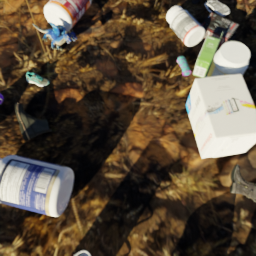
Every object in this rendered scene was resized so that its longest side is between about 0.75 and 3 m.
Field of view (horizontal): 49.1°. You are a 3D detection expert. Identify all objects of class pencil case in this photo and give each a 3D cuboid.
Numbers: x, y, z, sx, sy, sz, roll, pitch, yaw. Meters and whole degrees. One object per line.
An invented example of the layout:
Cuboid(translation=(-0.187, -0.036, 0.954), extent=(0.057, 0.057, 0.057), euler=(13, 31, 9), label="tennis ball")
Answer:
Cuboid(translation=(2.472, -2.744, 12.479), extent=(0.403, 0.371, 0.873), euler=(-19, 64, 4), label="pencil case")

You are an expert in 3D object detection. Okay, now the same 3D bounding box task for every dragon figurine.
Cuboid(translation=(-3.306, -4.378, 12.800), extent=(2.375, 1.181, 0.699), euler=(46, 28, 20), label="dragon figurine")

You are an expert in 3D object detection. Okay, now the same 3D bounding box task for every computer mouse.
Cuboid(translation=(4.276, -6.167, 14.274), extent=(1.123, 0.449, 2.047), euler=(-27, 61, -15), label="computer mouse")

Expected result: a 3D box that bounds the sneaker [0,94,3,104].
Cuboid(translation=(-5.708, -0.375, 11.059), extent=(1.123, 0.785, 2.258), euler=(42, 75, 15), label="sneaker")

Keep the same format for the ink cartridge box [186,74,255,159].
Cuboid(translation=(3.453, -0.392, 10.389), extent=(1.807, 1.839, 2.499), euler=(-7, 63, -6), label="ink cartridge box")

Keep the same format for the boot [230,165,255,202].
Cuboid(translation=(4.215, 1.973, 10.013), extent=(1.024, 0.407, 1.177), euler=(14, 71, 4), label="boot")

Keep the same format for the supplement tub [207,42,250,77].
Cuboid(translation=(4.074, -2.449, 11.480), extent=(1.347, 1.853, 1.347), euler=(0, 62, 0), label="supplement tub")

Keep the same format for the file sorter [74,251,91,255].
Cuboid(translation=(-1.349, 4.377, 7.892), extent=(1.180, 1.896, 1.315), euler=(-27, 65, -18), label="file sorter")

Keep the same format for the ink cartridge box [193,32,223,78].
Cuboid(translation=(3.518, -3.301, 12.384), extent=(0.599, 1.049, 2.021), euler=(21, 65, 11), label="ink cartridge box")

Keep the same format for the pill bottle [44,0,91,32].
Cuboid(translation=(-2.733, -6.111, 13.618), extent=(1.497, 1.497, 2.733), euler=(24, 65, 12), label="pill bottle")

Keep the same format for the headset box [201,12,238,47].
Cuboid(translation=(4.321, -4.627, 13.332), extent=(1.626, 0.628, 1.210), euler=(34, 67, 18), label="headset box")

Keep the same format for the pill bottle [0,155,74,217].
Cuboid(translation=(-3.468, 1.826, 9.349), extent=(2.941, 1.633, 1.633), euler=(12, 63, 7), label="pill bottle")

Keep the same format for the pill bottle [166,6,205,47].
Cuboid(translation=(2.657, -4.817, 13.180), extent=(1.079, 1.079, 1.862), euler=(-25, 64, -13), label="pill bottle")

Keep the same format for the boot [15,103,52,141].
Cuboid(translation=(-3.786, -0.356, 11.159), extent=(1.110, 0.622, 1.605), euler=(-19, 77, -15), label="boot")

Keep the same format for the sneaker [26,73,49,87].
Cuboid(translation=(-3.945, -2.113, 12.083), extent=(1.063, 0.485, 0.413), euler=(12, 63, 6), label="sneaker")
